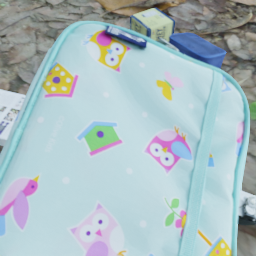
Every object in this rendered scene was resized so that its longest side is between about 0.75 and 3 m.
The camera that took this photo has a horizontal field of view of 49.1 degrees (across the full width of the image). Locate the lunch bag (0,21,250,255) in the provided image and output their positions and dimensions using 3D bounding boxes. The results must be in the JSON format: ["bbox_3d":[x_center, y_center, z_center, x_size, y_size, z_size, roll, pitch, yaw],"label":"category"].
[{"bbox_3d":[0.030,0.306,2.085,1.702,0.818,2.123,20,68,-6],"label":"lunch bag"}]

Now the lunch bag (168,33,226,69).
[{"bbox_3d":[1.845,-1.848,7.961,1.141,1.111,1.679,-19,49,-34],"label":"lunch bag"}]

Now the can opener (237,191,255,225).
[{"bbox_3d":[2.813,1.725,5.310,1.967,0.654,0.518,18,54,4],"label":"can opener"}]

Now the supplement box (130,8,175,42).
[{"bbox_3d":[0.793,-3.376,9.481,1.089,0.732,1.090,-26,54,-21],"label":"supplement box"}]

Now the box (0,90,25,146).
[{"bbox_3d":[-3.159,-0.286,7.114,2.064,0.375,1.490,15,51,10],"label":"box"}]
